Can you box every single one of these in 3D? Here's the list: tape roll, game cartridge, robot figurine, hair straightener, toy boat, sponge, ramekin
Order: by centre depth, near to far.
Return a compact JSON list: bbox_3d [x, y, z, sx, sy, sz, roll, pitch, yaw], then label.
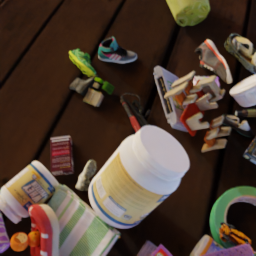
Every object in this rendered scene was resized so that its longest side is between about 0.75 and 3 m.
[{"bbox_3d":[2.650,3.995,7.769,1.936,0.289,1.080,-10,59,-8],"label":"sponge"},{"bbox_3d":[-2.874,3.346,8.472,1.296,1.294,1.983,2,90,-36],"label":"toy boat"},{"bbox_3d":[3.319,3.462,8.717,1.189,0.346,0.862,31,23,0],"label":"robot figurine"},{"bbox_3d":[4.063,3.251,9.393,2.496,0.600,2.496,0,60,1],"label":"tape roll"},{"bbox_3d":[1.895,-1.132,11.318,0.521,1.718,2.577,-25,67,29],"label":"game cartridge"},{"bbox_3d":[5.210,-1.556,11.653,1.736,1.736,0.808,-35,99,-19],"label":"ramekin"},{"bbox_3d":[0.436,-0.556,11.784,0.992,0.527,2.577,-15,54,-25],"label":"hair straightener"}]

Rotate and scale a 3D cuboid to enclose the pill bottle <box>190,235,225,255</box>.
[{"bbox_3d":[2.913,4.373,8.393,2.123,1.189,1.189,35,65,18],"label":"pill bottle"}]

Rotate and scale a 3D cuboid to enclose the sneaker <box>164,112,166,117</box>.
[{"bbox_3d":[1.844,-0.809,11.755,0.538,0.405,1.151,25,43,-17],"label":"sneaker"}]

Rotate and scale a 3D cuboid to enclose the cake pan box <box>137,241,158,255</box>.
[{"bbox_3d":[0.828,5.166,8.231,2.398,0.681,2.604,30,64,18],"label":"cake pan box"}]

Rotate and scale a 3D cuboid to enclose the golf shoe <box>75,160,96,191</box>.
[{"bbox_3d":[-1.602,1.722,10.333,0.597,0.481,1.228,-10,45,39],"label":"golf shoe"}]

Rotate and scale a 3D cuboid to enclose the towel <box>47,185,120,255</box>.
[{"bbox_3d":[-1.766,3.345,9.025,2.601,0.304,1.984,34,94,19],"label":"towel"}]

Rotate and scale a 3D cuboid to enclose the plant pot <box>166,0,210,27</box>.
[{"bbox_3d":[3.019,-6.715,14.348,2.642,2.642,2.429,-10,71,-6],"label":"plant pot"}]

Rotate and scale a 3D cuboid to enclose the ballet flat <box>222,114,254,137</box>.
[{"bbox_3d":[4.474,-0.126,11.394,1.479,0.506,0.503,28,53,13],"label":"ballet flat"}]

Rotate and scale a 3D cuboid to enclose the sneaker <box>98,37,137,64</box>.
[{"bbox_3d":[-0.511,-3.696,13.164,1.878,1.134,0.785,3,60,2],"label":"sneaker"}]

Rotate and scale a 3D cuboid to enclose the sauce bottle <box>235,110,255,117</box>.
[{"bbox_3d":[5.046,-0.616,11.823,0.987,0.319,0.319,0,60,-1],"label":"sauce bottle"}]

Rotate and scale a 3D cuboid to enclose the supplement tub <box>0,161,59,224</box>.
[{"bbox_3d":[-3.444,2.183,9.587,1.329,1.329,1.837,39,67,20],"label":"supplement tub"}]

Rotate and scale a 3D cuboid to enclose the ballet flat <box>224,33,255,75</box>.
[{"bbox_3d":[5.712,-3.398,13.082,1.079,1.079,2.908,-36,66,-19],"label":"ballet flat"}]

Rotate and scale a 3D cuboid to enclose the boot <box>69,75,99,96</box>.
[{"bbox_3d":[-1.990,-2.090,12.653,0.868,0.450,1.329,31,63,23],"label":"boot"}]

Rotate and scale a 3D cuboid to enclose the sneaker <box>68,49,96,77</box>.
[{"bbox_3d":[-2.056,-3.112,13.075,0.793,0.703,1.899,-36,65,-14],"label":"sneaker"}]

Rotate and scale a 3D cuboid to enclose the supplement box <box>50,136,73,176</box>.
[{"bbox_3d":[-2.545,1.069,10.762,0.790,0.442,1.451,-7,59,-5],"label":"supplement box"}]

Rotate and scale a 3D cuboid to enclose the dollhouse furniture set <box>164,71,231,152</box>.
[{"bbox_3d":[2.688,-0.799,10.883,2.736,1.410,2.707,52,46,-16],"label":"dollhouse furniture set"}]

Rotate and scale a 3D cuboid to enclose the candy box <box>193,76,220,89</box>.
[{"bbox_3d":[3.495,-1.835,12.505,1.071,0.383,0.899,2,60,1],"label":"candy box"}]

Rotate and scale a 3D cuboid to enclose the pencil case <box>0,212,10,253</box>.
[{"bbox_3d":[-4.807,2.955,9.242,1.121,1.100,2.622,-6,51,-44],"label":"pencil case"}]

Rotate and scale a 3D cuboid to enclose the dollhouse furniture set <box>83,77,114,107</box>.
[{"bbox_3d":[-1.301,-1.495,12.378,0.801,0.614,1.223,25,86,28],"label":"dollhouse furniture set"}]

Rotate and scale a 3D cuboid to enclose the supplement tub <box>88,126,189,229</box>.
[{"bbox_3d":[0.289,1.551,8.754,2.101,2.905,2.101,27,33,-19],"label":"supplement tub"}]

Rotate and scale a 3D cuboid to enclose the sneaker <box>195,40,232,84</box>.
[{"bbox_3d":[3.916,-2.908,13.021,1.034,0.973,2.525,-29,59,14],"label":"sneaker"}]

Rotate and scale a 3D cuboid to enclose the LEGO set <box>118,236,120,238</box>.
[{"bbox_3d":[-0.782,3.353,9.251,1.789,0.734,0.682,-5,60,-3],"label":"LEGO set"}]

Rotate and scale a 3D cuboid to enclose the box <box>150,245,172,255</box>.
[{"bbox_3d":[1.282,4.980,7.639,1.930,0.551,2.821,-40,68,-21],"label":"box"}]

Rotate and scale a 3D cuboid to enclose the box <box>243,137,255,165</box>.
[{"bbox_3d":[5.608,0.739,10.996,1.341,0.370,1.964,35,66,19],"label":"box"}]
